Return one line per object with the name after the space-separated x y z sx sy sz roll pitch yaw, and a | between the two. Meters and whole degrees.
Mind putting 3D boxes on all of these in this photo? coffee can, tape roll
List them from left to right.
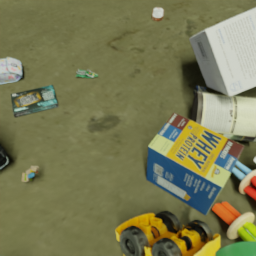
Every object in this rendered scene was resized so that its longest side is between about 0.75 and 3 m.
2.797 -0.315 8.111 1.784 1.306 1.306 6 52 5 | coffee can
2.323 2.982 5.222 1.796 1.796 0.432 8 20 6 | tape roll

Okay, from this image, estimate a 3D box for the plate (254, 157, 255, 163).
3.718 0.783 6.348 0.206 1.273 1.276 -29 62 -34 | plate

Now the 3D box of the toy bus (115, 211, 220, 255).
0.765 2.720 5.417 1.276 1.805 1.880 -6 2 -43 | toy bus

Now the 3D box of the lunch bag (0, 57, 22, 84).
-4.269 -2.053 9.930 0.945 0.601 0.801 -10 56 -11 | lunch bag

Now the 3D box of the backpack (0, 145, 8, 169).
-4.351 0.686 7.121 1.932 1.715 1.455 -38 39 -21 | backpack

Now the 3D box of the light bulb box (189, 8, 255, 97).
3.652 -2.429 8.063 2.974 1.856 2.948 -22 11 9 | light bulb box

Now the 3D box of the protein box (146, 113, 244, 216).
1.519 0.909 6.847 1.779 1.766 1.200 28 60 21 | protein box

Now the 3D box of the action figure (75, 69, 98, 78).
-1.468 -1.947 10.108 0.768 0.210 0.453 11 50 4 | action figure

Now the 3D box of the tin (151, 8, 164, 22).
1.341 -5.111 12.589 0.525 0.196 0.937 9 52 2 | tin

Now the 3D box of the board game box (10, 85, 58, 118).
-3.109 -0.901 9.281 1.421 0.200 0.961 -15 53 -12 | board game box

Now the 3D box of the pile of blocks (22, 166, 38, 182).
-2.494 1.214 7.246 0.234 0.754 0.310 9 58 -42 | pile of blocks

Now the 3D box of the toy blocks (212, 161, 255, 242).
2.857 1.825 6.674 1.833 0.798 2.199 -28 42 -13 | toy blocks

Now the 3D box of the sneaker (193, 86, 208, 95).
2.528 -0.987 9.222 0.471 0.426 1.107 -1 52 -6 | sneaker
